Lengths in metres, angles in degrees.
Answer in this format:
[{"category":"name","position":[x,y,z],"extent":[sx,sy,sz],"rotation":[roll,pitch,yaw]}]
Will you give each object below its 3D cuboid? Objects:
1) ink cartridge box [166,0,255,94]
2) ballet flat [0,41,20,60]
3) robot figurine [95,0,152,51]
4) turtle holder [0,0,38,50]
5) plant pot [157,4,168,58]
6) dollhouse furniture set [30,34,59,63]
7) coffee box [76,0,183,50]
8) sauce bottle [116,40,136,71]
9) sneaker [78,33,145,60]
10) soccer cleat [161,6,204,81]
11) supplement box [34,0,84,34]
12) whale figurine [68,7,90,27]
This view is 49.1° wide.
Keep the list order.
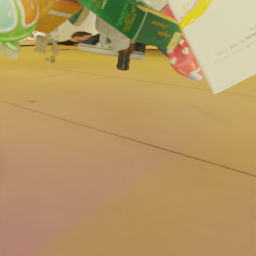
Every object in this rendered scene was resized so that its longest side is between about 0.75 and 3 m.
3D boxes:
[{"category":"ink cartridge box","position":[1.014,-1.271,3.197],"extent":[0.800,2.378,1.392],"rotation":[-27,7,23]},{"category":"ballet flat","position":[-3.638,-2.950,7.965],"extent":[0.688,2.040,0.636],"rotation":[-14,1,11]},{"category":"robot figurine","position":[-0.215,-3.442,8.035],"extent":[1.972,2.325,1.313],"rotation":[28,36,22]},{"category":"turtle holder","position":[-2.958,-2.862,5.968],"extent":[2.090,1.484,1.588],"rotation":[38,58,-3]},{"category":"plant pot","position":[1.657,-3.369,9.295],"extent":[1.921,1.882,1.921],"rotation":[40,15,-13]},{"category":"dollhouse furniture set","position":[-3.251,-3.062,10.605],"extent":[1.083,0.924,0.529],"rotation":[7,33,-30]},{"category":"coffee box","position":[-0.232,-2.654,6.002],"extent":[2.767,0.609,1.701],"rotation":[43,28,25]},{"category":"sauce bottle","position":[-0.073,-3.127,9.746],"extent":[0.725,2.240,0.725],"rotation":[8,28,-4]},{"category":"sneaker","position":[-0.622,-3.387,11.025],"extent":[2.841,1.128,1.114],"rotation":[12,12,19]},{"category":"soccer cleat","position":[1.427,-2.374,7.490],"extent":[0.885,1.014,2.653],"rotation":[-30,46,31]},{"category":"supplement box","position":[-2.127,-3.358,7.739],"extent":[0.824,0.797,2.395],"rotation":[-5,1,-35]},{"category":"whale figurine","position":[-1.497,-3.648,8.488],"extent":[0.597,1.150,0.915],"rotation":[27,-31,-26]}]
